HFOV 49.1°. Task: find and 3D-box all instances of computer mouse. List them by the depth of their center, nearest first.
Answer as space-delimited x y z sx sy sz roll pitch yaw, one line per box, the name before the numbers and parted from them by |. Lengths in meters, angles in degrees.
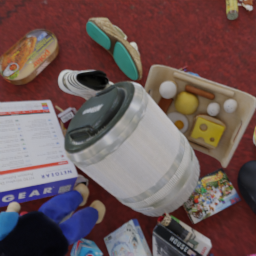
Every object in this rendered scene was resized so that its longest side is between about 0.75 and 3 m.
computer mouse | 4.015 2.051 7.124 2.007 0.764 2.899 -29 72 -9

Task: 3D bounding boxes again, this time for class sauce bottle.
sauce bottle | 3.645 -4.369 9.871 0.379 0.379 1.171 5 66 2

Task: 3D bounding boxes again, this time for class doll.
doll | -1.580 2.193 5.539 2.010 2.946 0.714 43 119 13

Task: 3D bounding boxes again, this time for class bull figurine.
bull figurine | 4.211 -4.506 9.962 0.523 0.280 0.861 20 70 8

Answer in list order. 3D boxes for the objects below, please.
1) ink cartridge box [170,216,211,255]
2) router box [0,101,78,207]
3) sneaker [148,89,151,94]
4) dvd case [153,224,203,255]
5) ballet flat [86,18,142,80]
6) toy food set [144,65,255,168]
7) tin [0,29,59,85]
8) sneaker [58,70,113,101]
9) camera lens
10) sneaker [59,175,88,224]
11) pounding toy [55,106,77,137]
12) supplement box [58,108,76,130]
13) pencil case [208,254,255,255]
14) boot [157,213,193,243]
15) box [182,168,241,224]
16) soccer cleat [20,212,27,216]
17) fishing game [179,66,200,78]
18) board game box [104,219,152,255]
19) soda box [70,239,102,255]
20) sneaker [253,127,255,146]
ink cartridge box | 1.327 2.849 6.860 1.143 0.480 0.834 29 93 11
router box | -3.049 0.546 6.817 2.940 0.718 2.639 -6 52 -31
sneaker | 1.239 -1.165 8.610 1.192 0.422 0.591 -26 73 -4
dvd case | 1.230 2.980 5.781 1.669 2.220 0.275 30 59 27
ballet flat | -0.243 -2.645 8.948 0.874 0.944 2.677 -32 75 -30
toy food set | 1.567 -0.287 7.115 2.645 0.799 1.898 23 115 16
tin | -3.170 -2.286 9.037 1.201 0.449 2.145 36 73 17
sneaker | -0.717 -1.020 7.610 1.213 2.108 0.795 10 88 48
camera lens | 0.088 0.485 6.413 2.720 2.176 2.176 46 70 -27
sneaker | -1.490 1.858 7.237 0.525 0.576 1.405 32 69 -24
pounding toy | -1.694 -0.221 8.146 0.714 0.552 0.776 -7 69 -3
supplement box | -1.301 0.129 7.534 0.411 0.735 1.350 -31 94 0
pencil case | 3.023 3.233 6.274 2.224 1.042 1.009 -10 68 5
boot | 0.896 2.037 5.704 0.645 0.856 0.313 37 75 4
box | 2.122 1.807 7.496 1.415 0.267 0.966 -24 72 -9
soccer cleat | -2.294 2.643 7.058 1.269 0.423 0.485 37 101 7
fishing game | 1.947 -1.365 8.787 0.962 0.209 1.344 -28 71 -13
board game box | -0.009 2.880 6.615 1.034 0.224 1.029 -41 56 25
soda box | -0.983 2.896 6.426 0.480 1.414 0.454 21 73 -10
sneaker | 3.722 0.442 7.514 0.551 0.637 1.410 -17 36 6
